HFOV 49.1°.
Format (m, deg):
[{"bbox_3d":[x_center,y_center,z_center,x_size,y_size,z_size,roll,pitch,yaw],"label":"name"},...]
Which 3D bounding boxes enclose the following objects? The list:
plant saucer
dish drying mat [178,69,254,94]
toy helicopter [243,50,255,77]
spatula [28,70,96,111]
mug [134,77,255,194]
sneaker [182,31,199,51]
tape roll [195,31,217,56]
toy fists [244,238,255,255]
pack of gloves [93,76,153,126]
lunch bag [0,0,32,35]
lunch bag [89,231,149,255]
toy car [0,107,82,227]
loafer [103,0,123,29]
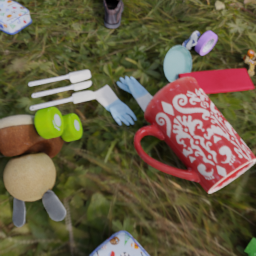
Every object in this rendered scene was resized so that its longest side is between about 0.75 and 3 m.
[{"bbox_3d":[1.767,-2.312,10.307,1.374,1.374,0.247,-35,30,-22],"label":"plant saucer"},{"bbox_3d":[3.235,-1.696,10.379,2.635,0.240,1.012,-6,59,-6],"label":"dish drying mat"},{"bbox_3d":[4.865,-2.446,10.892,0.727,0.433,1.099,18,67,2],"label":"toy helicopter"},{"bbox_3d":[-2.444,-1.395,10.237,2.342,0.188,1.628,-14,58,-6],"label":"spatula"},{"bbox_3d":[1.819,0.430,8.121,2.576,1.936,2.902,-43,63,17],"label":"mug"},{"bbox_3d":[2.735,-3.500,11.608,0.577,0.404,1.000,36,69,18],"label":"sneaker"},{"bbox_3d":[3.090,-3.353,11.123,0.926,0.926,0.304,-34,67,-22],"label":"tape roll"},{"bbox_3d":[3.433,2.903,7.018,1.133,0.390,0.578,-40,56,-23],"label":"toy fists"},{"bbox_3d":[-0.056,-1.075,9.839,1.728,0.406,2.057,-30,60,-21],"label":"pack of gloves"},{"bbox_3d":[-5.390,-4.935,12.421,1.867,0.705,1.496,29,62,18],"label":"lunch bag"},{"bbox_3d":[-0.323,3.478,6.409,1.901,0.718,1.523,-36,64,-24],"label":"lunch bag"},{"bbox_3d":[-2.506,1.136,7.568,2.318,2.226,2.821,-13,81,14],"label":"toy car"},{"bbox_3d":[-0.695,-5.679,12.839,0.970,0.850,2.699,-1,54,-1],"label":"loafer"}]
